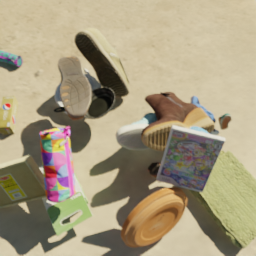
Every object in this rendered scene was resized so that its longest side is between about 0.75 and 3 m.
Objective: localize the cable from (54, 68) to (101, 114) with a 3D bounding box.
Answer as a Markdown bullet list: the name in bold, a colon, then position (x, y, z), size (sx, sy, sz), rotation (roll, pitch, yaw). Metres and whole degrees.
- **cable**: position (-1.887, -1.273, 10.753), size (1.839, 0.637, 1.838), rotation (-36, 65, -19)

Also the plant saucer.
- **plant saucer**: position (0.761, 2.445, 7.428), size (2.056, 2.056, 0.332), rotation (-29, 46, -17)

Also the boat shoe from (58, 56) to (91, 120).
- **boat shoe**: position (-1.683, -1.185, 8.832), size (0.955, 0.906, 2.523), rotation (-4, 53, -11)

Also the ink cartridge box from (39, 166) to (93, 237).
- **ink cartridge box**: position (-1.981, 2.062, 8.582), size (1.161, 0.663, 2.237), rotation (-27, 61, -11)

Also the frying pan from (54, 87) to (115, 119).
- **frying pan**: position (-1.440, -0.612, 9.629), size (2.253, 0.367, 1.363), rotation (-28, 49, 6)

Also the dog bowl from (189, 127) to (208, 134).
- **dog bowl**: position (1.940, 0.583, 7.763), size (0.939, 1.685, 0.418), rotation (33, 69, 32)

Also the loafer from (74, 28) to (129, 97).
- **loafer**: position (-0.740, -2.412, 10.275), size (1.115, 2.947, 1.006), rotation (-6, 42, 36)

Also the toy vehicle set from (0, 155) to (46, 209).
- **toy vehicle set**: position (-3.365, 1.624, 8.116), size (2.086, 1.296, 0.276), rotation (-17, 23, 19)

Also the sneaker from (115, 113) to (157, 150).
- **sneaker**: position (0.659, 0.013, 9.586), size (2.729, 1.009, 1.118), rotation (-4, 39, -31)

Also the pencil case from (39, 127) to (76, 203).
- **pencil case**: position (-1.824, 0.938, 7.309), size (0.860, 0.860, 1.945), rotation (-4, 100, -3)

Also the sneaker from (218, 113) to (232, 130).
- **sneaker**: position (3.199, -0.294, 9.391), size (0.360, 1.010, 0.404), rotation (-13, 65, 4)

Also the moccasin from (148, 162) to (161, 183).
- **moccasin**: position (0.922, 1.383, 8.726), size (0.510, 1.322, 0.484), rotation (39, 80, 1)

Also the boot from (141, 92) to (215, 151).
- **boot**: position (1.112, -0.340, 8.942), size (2.734, 0.989, 2.275), rotation (-10, 36, -30)

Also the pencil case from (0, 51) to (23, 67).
- **pencil case**: position (-5.066, -2.958, 11.908), size (1.103, 0.470, 0.510), rotation (17, 19, 12)

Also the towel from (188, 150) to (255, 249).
- **towel**: position (3.181, 2.062, 8.723), size (2.033, 0.500, 2.741), rotation (-29, 61, -18)

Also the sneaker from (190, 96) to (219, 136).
- **sneaker**: position (2.692, -0.369, 10.023), size (0.756, 0.680, 1.839), rotation (-18, 62, 16)

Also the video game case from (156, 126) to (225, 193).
- **video game case**: position (1.485, 0.815, 6.917), size (1.248, 1.742, 0.157), rotation (14, 35, 5)

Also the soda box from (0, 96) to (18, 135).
- **soda box**: position (-4.418, -0.481, 10.341), size (0.454, 0.481, 1.419), rotation (-4, 58, -3)
